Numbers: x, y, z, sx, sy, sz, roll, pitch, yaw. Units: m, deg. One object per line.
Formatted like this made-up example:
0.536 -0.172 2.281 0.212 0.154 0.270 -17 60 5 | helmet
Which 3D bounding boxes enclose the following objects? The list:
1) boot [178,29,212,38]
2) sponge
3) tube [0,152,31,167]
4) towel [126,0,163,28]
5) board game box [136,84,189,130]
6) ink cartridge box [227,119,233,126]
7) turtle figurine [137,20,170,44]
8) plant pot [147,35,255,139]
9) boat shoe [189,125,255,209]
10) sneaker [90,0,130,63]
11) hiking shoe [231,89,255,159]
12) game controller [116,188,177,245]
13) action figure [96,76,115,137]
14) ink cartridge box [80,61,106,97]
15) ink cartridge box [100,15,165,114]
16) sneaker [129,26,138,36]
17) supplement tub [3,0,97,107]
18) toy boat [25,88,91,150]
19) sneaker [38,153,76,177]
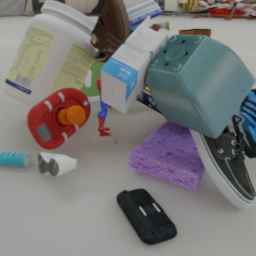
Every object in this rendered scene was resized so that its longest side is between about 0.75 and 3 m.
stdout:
1.611 -1.981 8.599 1.851 1.966 0.673 -9 40 -7 | boot
1.338 0.420 6.915 1.558 0.416 2.792 15 27 25 | sponge
-2.968 0.706 6.572 1.298 0.327 0.503 3 14 7 | tube
0.341 -2.820 6.844 0.825 0.134 1.123 -21 40 6 | towel
1.233 -0.917 7.748 2.348 0.406 1.591 32 44 26 | board game box
3.141 -0.520 8.628 1.446 0.543 1.191 7 26 16 | ink cartridge box
0.653 -3.388 10.681 1.933 1.435 1.993 -10 8 0 | turtle figurine
1.227 -0.950 5.363 1.455 1.482 1.451 -53 38 -8 | plant pot
1.846 0.310 5.558 0.867 0.715 2.525 6 53 -44 | boat shoe
-0.519 -2.346 7.088 0.878 2.325 0.819 -22 72 -11 | sneaker
2.972 -0.240 6.708 0.904 0.776 2.085 -15 48 22 | hiking shoe
0.306 1.544 5.068 0.694 0.280 1.329 3 23 -29 | game controller
-0.633 -0.715 7.579 0.477 0.603 1.844 -7 68 3 | action figure
-0.630 -1.725 9.921 2.078 1.512 0.498 -11 38 -27 | ink cartridge box
0.186 -1.285 5.616 0.590 1.024 1.768 30 64 12 | ink cartridge box
0.233 -2.849 9.347 0.697 0.774 1.986 39 8 36 | sneaker
-2.161 -1.947 8.230 2.058 2.838 2.058 24 2 -1 | supplement tub
-1.531 -0.287 6.976 1.187 1.185 1.815 -4 30 36 | toy boat
-1.586 0.796 6.122 0.533 0.468 1.330 -5 6 -39 | sneaker
